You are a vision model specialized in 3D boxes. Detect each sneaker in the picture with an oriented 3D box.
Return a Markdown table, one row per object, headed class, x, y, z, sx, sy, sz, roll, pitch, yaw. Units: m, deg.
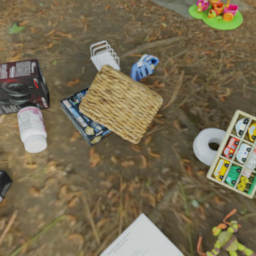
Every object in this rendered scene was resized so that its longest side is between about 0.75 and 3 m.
| class | x | y | z | sx | sy | sz | roll | pitch | yaw |
| --- | --- | --- | --- | --- | --- | --- | --- | --- | --- |
| sneaker | 0.697 | -2.592 | 12.272 | 0.725 | 0.652 | 1.764 | 16 | 58 | 31 |

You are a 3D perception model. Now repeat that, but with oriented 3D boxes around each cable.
| class | x | y | z | sx | sy | sz | roll | pitch | yaw |
| --- | --- | --- | --- | --- | --- | --- | --- | --- | --- |
| cable | 3.150 | 0.718 | 10.251 | 1.493 | 0.517 | 1.493 | 24 | 60 | 15 |

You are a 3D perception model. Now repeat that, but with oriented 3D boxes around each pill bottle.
| class | x | y | z | sx | sy | sz | roll | pitch | yaw |
| --- | --- | --- | --- | --- | --- | --- | --- | --- | --- |
| pill bottle | -3.564 | 0.075 | 10.450 | 0.893 | 0.893 | 1.576 | -16 | 59 | -11 |

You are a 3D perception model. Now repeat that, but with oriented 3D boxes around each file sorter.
| class | x | y | z | sx | sy | sz | roll | pitch | yaw |
| --- | --- | --- | --- | --- | --- | --- | --- | --- | --- |
| file sorter | -1.060 | -3.165 | 12.645 | 0.904 | 0.811 | 1.302 | -23 | 59 | -15 |

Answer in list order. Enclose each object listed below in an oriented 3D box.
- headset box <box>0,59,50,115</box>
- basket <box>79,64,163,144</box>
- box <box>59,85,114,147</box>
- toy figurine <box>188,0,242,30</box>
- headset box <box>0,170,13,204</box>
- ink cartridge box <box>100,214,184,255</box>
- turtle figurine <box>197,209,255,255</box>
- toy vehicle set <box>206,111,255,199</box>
| class | x | y | z | sx | sy | sz | roll | pitch | yaw |
| --- | --- | --- | --- | --- | --- | --- | --- | --- | --- |
| headset box | -4.566 | -1.505 | 10.870 | 2.604 | 1.938 | 1.006 | -9 | 57 | -7 |
| basket | -0.256 | -0.971 | 10.689 | 2.607 | 1.860 | 1.942 | 29 | 103 | -5 |
| box | -1.371 | -0.610 | 11.121 | 1.805 | 0.522 | 2.271 | -32 | 62 | -19 |
| toy figurine | 4.617 | -6.695 | 13.894 | 2.839 | 2.613 | 2.131 | 19 | 59 | 13 |
| headset box | -5.266 | 2.038 | 9.100 | 2.238 | 0.864 | 1.665 | 12 | 53 | 9 |
| ink cartridge box | 0.626 | 4.090 | 7.115 | 1.997 | 2.032 | 2.760 | -39 | 66 | -22 |
| turtle figurine | 3.130 | 3.437 | 8.409 | 1.868 | 0.602 | 1.507 | -38 | 64 | -22 |
| toy vehicle set | 3.874 | 0.871 | 9.388 | 1.553 | 0.331 | 2.500 | 24 | 91 | 9 |
